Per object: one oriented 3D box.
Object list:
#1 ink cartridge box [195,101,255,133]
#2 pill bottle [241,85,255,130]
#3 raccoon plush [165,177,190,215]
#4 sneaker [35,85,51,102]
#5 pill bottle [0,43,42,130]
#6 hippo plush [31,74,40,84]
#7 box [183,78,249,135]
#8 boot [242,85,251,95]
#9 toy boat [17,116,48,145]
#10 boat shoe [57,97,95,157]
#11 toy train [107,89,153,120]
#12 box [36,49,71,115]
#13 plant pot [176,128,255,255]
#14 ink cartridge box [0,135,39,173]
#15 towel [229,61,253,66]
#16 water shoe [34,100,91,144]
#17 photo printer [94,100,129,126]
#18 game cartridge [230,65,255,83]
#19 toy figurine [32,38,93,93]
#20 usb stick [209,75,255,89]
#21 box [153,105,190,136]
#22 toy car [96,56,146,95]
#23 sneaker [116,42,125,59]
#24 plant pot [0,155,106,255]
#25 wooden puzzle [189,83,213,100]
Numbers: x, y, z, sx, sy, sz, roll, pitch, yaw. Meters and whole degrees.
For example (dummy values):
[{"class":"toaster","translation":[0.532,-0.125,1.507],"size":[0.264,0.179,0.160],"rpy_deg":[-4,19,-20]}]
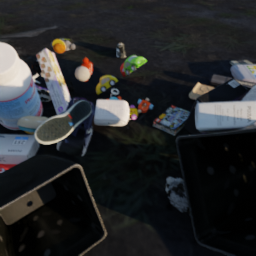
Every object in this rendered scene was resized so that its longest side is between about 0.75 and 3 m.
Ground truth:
[{"class":"ink cartridge box","translation":[2.637,-0.174,5.872],"size":[2.318,0.548,1.855],"rpy_deg":[1,-4,17]},{"class":"pill bottle","translation":[4.188,-0.580,8.525],"size":[1.414,1.414,2.474],"rpy_deg":[31,64,34]},{"class":"raccoon plush","translation":[1.345,1.841,6.960],"size":[0.669,0.927,1.384],"rpy_deg":[-19,81,-2]},{"class":"sneaker","translation":[-3.636,-1.420,11.078],"size":[1.510,0.609,0.630],"rpy_deg":[24,12,4]},{"class":"pill bottle","translation":[-3.654,-1.188,8.629],"size":[1.530,2.813,1.530],"rpy_deg":[2,62,-5]},{"class":"hippo plush","translation":[-4.436,-2.080,11.690],"size":[0.880,0.871,1.094],"rpy_deg":[16,41,19]},{"class":"box","translation":[2.897,-0.634,9.283],"size":[1.947,1.374,0.768],"rpy_deg":[-28,63,-31]},{"class":"boot","translation":[4.380,-0.558,9.464],"size":[0.837,1.086,2.241],"rpy_deg":[-19,40,-28]},{"class":"toy boat","translation":[-2.758,0.049,8.660],"size":[1.169,0.646,1.390],"rpy_deg":[4,12,-43]},{"class":"boat shoe","translation":[-1.433,-0.313,8.366],"size":[1.089,1.353,2.917],"rpy_deg":[15,16,-15]},{"class":"toy train","translation":[0.004,-0.774,10.231],"size":[1.652,0.459,1.241],"rpy_deg":[22,46,6]},{"class":"box","translation":[-2.621,-1.614,10.111],"size":[0.495,0.530,2.559],"rpy_deg":[-26,76,18]},{"class":"plant pot","translation":[2.766,1.115,5.710],"size":[2.163,2.438,2.432],"rpy_deg":[-10,-1,-29]},{"class":"ink cartridge box","translation":[-3.863,0.897,8.122],"size":[2.057,0.460,1.812],"rpy_deg":[1,36,2]},{"class":"towel","translation":[5.576,-2.993,13.512],"size":[0.984,0.176,1.022],"rpy_deg":[-6,36,-13]},{"class":"water shoe","translation":[-1.487,-0.077,6.487],"size":[1.504,0.538,0.593],"rpy_deg":[-36,6,-28]},{"class":"photo printer","translation":[-0.528,-0.501,9.310],"size":[1.124,0.390,0.935],"rpy_deg":[1,54,0]},{"class":"game cartridge","translation":[5.918,-2.299,12.361],"size":[2.342,0.474,1.562],"rpy_deg":[-1,41,-2]},{"class":"toy figurine","translation":[-2.520,-2.290,10.766],"size":[1.976,1.945,1.375],"rpy_deg":[-32,19,20]},{"class":"usb stick","translation":[4.617,-1.756,11.647],"size":[2.463,0.402,0.683],"rpy_deg":[17,40,21]},{"class":"box","translation":[1.573,-0.292,9.846],"size":[0.867,0.253,1.266],"rpy_deg":[24,44,28]},{"class":"toy car","translation":[-0.120,-2.312,10.994],"size":[2.432,0.542,2.288],"rpy_deg":[-41,11,-31]},{"class":"sneaker","translation":[-0.402,-4.068,14.514],"size":[0.446,0.608,1.343],"rpy_deg":[-4,38,-4]},{"class":"plant pot","translation":[-1.973,1.715,5.860],"size":[2.028,2.023,1.799],"rpy_deg":[-30,31,-26]},{"class":"wooden puzzle","translation":[3.195,-1.247,11.091],"size":[1.338,0.310,1.239],"rpy_deg":[22,43,20]}]
